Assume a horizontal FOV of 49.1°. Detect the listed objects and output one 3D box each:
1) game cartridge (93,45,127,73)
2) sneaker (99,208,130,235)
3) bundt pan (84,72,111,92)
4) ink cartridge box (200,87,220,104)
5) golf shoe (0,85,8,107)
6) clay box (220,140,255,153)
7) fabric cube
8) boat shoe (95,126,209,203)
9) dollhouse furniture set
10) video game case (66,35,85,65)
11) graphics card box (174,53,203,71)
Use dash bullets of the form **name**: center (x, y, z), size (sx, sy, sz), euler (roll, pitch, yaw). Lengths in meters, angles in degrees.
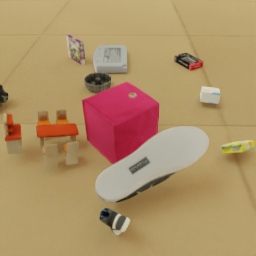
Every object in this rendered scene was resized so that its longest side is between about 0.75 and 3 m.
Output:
- **game cartridge**: center (-0.757, -2.980, 12.038), size (1.442, 0.450, 2.166), euler (-3, 39, 3)
- **sneaker**: center (-0.308, 1.800, 5.514), size (0.548, 0.980, 0.358), euler (29, 63, 2)
- **bundt pan**: center (-1.118, -1.651, 10.373), size (1.033, 0.388, 1.033), euler (1, 38, -1)
- **ink cartridge box**: center (2.801, -1.129, 9.588), size (0.611, 0.353, 0.837), euler (10, 23, 11)
- **golf shoe**: center (-5.000, -0.632, 8.900), size (1.089, 0.896, 2.304), euler (8, 35, 41)
- **clay box**: center (2.869, 0.502, 7.347), size (0.948, 0.226, 0.545), euler (-8, -1, -45)
- **fabric cube**: center (-0.204, -0.156, 7.635), size (1.474, 1.478, 1.450), euler (-26, 47, -29)
- **boat shoe**: center (0.500, 0.784, 5.960), size (2.557, 0.724, 0.878), euler (-27, 65, -5)
- **dollhouse furniture set**: center (-2.257, 0.094, 7.403), size (1.836, 0.956, 1.856), euler (-4, 32, -21)
- **video game case**: center (-2.247, -3.354, 12.015), size (0.196, 0.994, 1.097), euler (-27, 47, -30)
- **graphics card box**: center (2.576, -2.850, 11.955), size (0.687, 0.278, 1.095), euler (-23, 45, -25)
